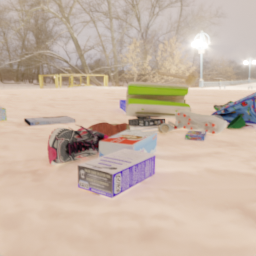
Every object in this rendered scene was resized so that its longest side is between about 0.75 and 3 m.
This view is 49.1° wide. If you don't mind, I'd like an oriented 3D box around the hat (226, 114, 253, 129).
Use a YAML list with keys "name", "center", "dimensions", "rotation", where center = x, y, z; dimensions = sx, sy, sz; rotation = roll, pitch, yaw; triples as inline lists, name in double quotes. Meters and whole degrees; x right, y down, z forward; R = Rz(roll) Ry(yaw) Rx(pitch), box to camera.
- name: "hat"
  center: [4.412, -0.026, 10.807]
  dimensions: [0.918, 0.808, 0.760]
  rotation: [-44, -1, -2]

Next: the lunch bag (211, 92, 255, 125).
- name: "lunch bag"
  center: [4.855, -0.831, 12.083]
  dimensions: [1.880, 1.175, 2.497]
  rotation: [-22, 8, -34]

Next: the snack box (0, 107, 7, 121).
- name: "snack box"
  center: [-6.572, -0.605, 12.605]
  dimensions: [1.811, 0.613, 1.527]
  rotation: [-8, 12, -32]

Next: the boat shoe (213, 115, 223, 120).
- name: "boat shoe"
  center: [3.260, -0.278, 11.286]
  dimensions: [1.271, 0.458, 0.394]
  rotation: [-1, -1, -24]

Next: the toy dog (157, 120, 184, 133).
- name: "toy dog"
  center: [1.461, -0.121, 9.886]
  dimensions: [0.989, 0.476, 0.652]
  rotation: [-15, 3, -42]

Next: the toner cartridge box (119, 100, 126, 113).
- name: "toner cartridge box"
  center: [0.272, -1.289, 16.540]
  dimensions: [1.227, 0.558, 2.583]
  rotation: [-1, 11, -10]

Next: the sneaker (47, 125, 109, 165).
- name: "sneaker"
  center: [-1.161, 0.364, 6.708]
  dimensions: [0.771, 0.832, 2.064]
  rotation: [7, 12, 23]

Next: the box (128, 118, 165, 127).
- name: "box"
  center: [0.742, -0.235, 11.230]
  dimensions: [0.959, 0.261, 1.197]
  rotation: [-7, 8, -43]

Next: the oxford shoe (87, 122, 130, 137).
- name: "oxford shoe"
  center: [-0.710, 0.138, 8.857]
  dimensions: [0.635, 0.609, 1.722]
  rotation: [-2, -2, 42]

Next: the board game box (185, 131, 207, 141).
- name: "board game box"
  center: [2.234, 0.248, 9.198]
  dimensions: [0.606, 0.154, 0.895]
  rotation: [4, 11, 20]

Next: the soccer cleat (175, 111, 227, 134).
- name: "soccer cleat"
  center: [2.633, -0.223, 10.314]
  dimensions: [0.772, 0.690, 1.990]
  rotation: [-22, 30, -38]

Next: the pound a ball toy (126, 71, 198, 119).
- name: "pound a ball toy"
  center: [1.403, -1.338, 11.642]
  dimensions: [2.952, 1.925, 1.254]
  rotation: [2, -26, -5]

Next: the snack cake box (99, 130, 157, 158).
- name: "snack cake box"
  center: [0.049, 0.464, 6.963]
  dimensions: [0.902, 0.527, 1.568]
  rotation: [7, 12, 25]

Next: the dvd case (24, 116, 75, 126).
- name: "dvd case"
  center: [-3.479, -0.332, 12.360]
  dimensions: [1.954, 0.171, 1.394]
  rotation: [-6, 12, -28]

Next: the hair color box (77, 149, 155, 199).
- name: "hair color box"
  center: [-0.169, 0.800, 5.301]
  dimensions: [0.798, 0.473, 1.460]
  rotation: [8, 11, 34]

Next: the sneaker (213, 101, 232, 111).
- name: "sneaker"
  center: [5.550, -1.182, 15.594]
  dimensions: [1.637, 0.697, 0.639]
  rotation: [8, 13, 40]

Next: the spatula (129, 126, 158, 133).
- name: "spatula"
  center: [0.671, 0.027, 10.443]
  dimensions: [2.043, 0.164, 1.421]
  rotation: [-8, 12, -38]
